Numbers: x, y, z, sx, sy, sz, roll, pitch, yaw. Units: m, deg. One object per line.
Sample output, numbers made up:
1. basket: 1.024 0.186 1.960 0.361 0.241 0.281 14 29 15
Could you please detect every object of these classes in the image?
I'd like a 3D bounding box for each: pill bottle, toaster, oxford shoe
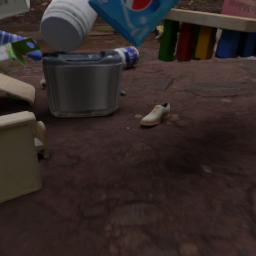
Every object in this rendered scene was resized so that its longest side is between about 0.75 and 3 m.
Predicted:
1. pill bottle: -0.346 -3.655 14.763 1.043 1.043 1.742 21 33 38
2. toaster: -1.510 -1.429 8.879 2.885 1.864 1.640 -4 24 -9
3. oxford shoe: 0.804 -0.426 8.360 0.465 0.485 1.315 17 30 33

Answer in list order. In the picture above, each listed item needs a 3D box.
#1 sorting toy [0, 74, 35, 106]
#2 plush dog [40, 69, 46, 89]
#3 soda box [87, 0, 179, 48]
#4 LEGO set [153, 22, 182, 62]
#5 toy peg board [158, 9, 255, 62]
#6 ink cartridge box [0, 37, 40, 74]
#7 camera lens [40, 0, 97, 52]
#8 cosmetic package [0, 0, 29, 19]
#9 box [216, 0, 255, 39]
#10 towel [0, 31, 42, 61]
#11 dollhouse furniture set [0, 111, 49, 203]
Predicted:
1. sorting toy: -4.300 -1.488 9.784 2.106 0.384 1.949 26 13 -24
2. plush dog: -3.010 -2.190 11.620 1.137 0.976 0.912 2 25 4
3. soda box: -0.059 -2.275 4.997 0.943 0.996 2.938 38 13 -19
4. LEGO set: 1.337 -2.749 8.517 1.057 1.374 0.796 -23 -25 28
5. toy peg board: 1.858 -1.789 5.825 2.157 1.055 2.148 -15 32 -39
6. ink cartridge box: -2.152 -1.408 5.473 0.815 0.309 0.602 -17 -7 0
7. camera lens: -2.034 -3.846 9.834 1.565 1.565 1.957 6 55 13
8. cosmetic package: -3.017 -3.106 6.584 1.178 0.832 2.276 -19 30 -8
9. box: 3.330 -3.188 6.860 1.263 2.318 1.482 -9 34 -23
10. towel: -3.681 -2.328 7.246 2.754 0.328 1.994 10 21 -27
11. dollhouse furniture set: -2.660 0.224 5.733 1.961 1.486 2.237 -16 29 -31
